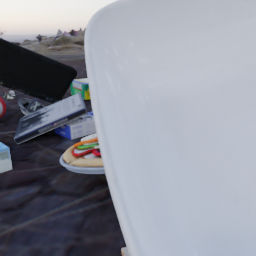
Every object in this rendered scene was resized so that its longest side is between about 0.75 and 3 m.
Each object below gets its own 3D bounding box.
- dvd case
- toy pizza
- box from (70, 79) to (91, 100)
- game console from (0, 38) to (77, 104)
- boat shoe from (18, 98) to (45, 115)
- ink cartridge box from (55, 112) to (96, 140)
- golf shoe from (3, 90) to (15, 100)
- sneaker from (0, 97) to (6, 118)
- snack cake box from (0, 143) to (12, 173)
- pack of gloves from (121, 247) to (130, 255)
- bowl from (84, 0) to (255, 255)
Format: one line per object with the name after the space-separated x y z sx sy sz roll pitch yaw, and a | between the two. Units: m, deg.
-1.782 -0.272 6.511 1.634 0.202 1.228 -23 26 -4 | dvd case
-0.037 0.202 4.501 2.143 0.339 2.143 -9 10 2 | toy pizza
-0.736 -1.685 11.231 2.759 0.667 1.618 -10 18 -29 | box
-2.885 -1.749 7.942 2.428 1.413 2.135 20 20 -25 | game console
-2.434 -0.496 7.359 1.266 0.429 0.454 24 59 33 | boat shoe
-0.950 -0.133 6.922 1.551 0.343 0.729 -17 24 -41 | ink cartridge box
-4.427 -1.202 10.585 0.336 0.294 0.763 20 16 -9 | golf shoe
-4.569 -0.591 7.304 2.809 1.000 1.580 13 24 17 | sneaker
-2.677 0.461 4.892 1.291 0.434 0.742 16 25 42 | snack cake box
1.488 1.421 2.100 2.690 0.531 2.260 -5 3 -13 | pack of gloves
1.200 -0.013 2.281 2.783 1.040 2.786 -15 61 -2 | bowl
